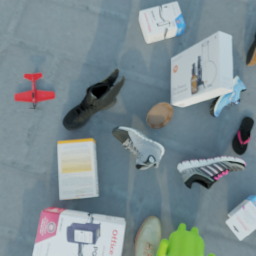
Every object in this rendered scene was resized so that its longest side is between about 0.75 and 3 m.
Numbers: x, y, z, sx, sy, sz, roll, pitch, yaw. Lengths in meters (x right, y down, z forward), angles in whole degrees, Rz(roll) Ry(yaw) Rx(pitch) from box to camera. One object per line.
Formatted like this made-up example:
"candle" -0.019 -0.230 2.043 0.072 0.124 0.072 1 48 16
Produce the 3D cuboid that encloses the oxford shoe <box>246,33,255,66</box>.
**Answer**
"oxford shoe" 5.404 -3.327 11.320 0.736 0.736 2.065 28 80 -1

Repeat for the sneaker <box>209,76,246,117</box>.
"sneaker" 3.950 -1.119 10.910 0.849 0.739 1.887 40 82 3

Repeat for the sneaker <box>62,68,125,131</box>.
"sneaker" -1.353 -1.016 10.441 2.817 1.469 0.846 -31 71 -7

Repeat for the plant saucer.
"plant saucer" 1.187 -0.491 10.759 1.154 1.154 0.211 -31 41 -5

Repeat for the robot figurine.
"robot figurine" 1.889 4.334 9.353 1.846 1.217 2.104 17 43 5

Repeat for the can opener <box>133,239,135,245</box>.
"can opener" 0.505 4.441 10.153 0.316 0.250 0.951 -34 80 -12

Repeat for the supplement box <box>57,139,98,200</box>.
"supplement box" -1.844 1.527 10.388 1.338 0.781 2.124 -4 79 -1

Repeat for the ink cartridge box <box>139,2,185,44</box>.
"ink cartridge box" 1.367 -4.308 11.493 1.610 0.679 1.175 -16 80 -3

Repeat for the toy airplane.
"toy airplane" -3.742 -1.532 11.189 1.644 0.302 1.644 0 80 -2

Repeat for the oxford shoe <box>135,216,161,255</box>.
"oxford shoe" 0.677 4.299 9.586 0.920 0.959 2.599 21 64 -4

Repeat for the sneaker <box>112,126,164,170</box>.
"sneaker" 0.281 0.822 10.110 2.109 0.791 1.218 25 55 -8

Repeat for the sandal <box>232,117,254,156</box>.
"sandal" 4.474 0.282 10.833 0.596 0.358 1.587 21 81 4

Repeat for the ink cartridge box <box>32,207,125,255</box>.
"ink cartridge box" -1.643 4.071 9.714 2.885 1.216 2.088 8 80 2

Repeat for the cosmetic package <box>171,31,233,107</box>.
"cosmetic package" 2.555 -1.987 10.139 0.670 2.593 1.955 10 77 -27

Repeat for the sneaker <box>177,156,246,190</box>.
"sneaker" 3.064 1.697 10.187 2.420 0.892 1.058 -7 65 4

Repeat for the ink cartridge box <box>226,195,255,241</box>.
"ink cartridge box" 4.296 3.269 10.219 1.494 0.507 0.860 -37 82 -6
